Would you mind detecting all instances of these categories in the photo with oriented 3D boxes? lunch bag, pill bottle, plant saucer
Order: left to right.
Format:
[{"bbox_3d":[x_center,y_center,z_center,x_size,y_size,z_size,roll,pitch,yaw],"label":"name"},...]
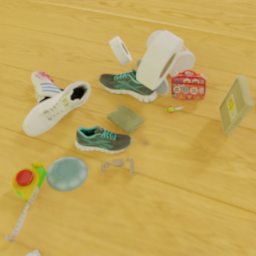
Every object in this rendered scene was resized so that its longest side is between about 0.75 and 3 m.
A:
[{"bbox_3d":[-2.080,1.470,9.473,1.420,0.273,1.420,0,48,0],"label":"plant saucer"},{"bbox_3d":[1.943,-3.572,13.383,1.376,1.376,2.409,-20,51,-18],"label":"pill bottle"},{"bbox_3d":[2.531,-1.809,11.685,1.437,1.266,0.589,6,37,17],"label":"lunch bag"}]

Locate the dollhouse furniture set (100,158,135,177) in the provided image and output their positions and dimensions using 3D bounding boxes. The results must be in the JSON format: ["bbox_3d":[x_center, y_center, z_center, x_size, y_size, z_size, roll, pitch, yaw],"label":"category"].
[{"bbox_3d":[-0.361,1.343,9.317,1.123,0.582,0.497,-7,72,2],"label":"dollhouse furniture set"}]

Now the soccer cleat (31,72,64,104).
[{"bbox_3d":[-3.570,-1.565,11.851,1.121,0.907,2.596,-34,56,-31],"label":"soccer cleat"}]

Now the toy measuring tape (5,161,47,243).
[{"bbox_3d":[-3.312,2.090,8.538,0.940,0.940,2.555,10,55,10],"label":"toy measuring tape"}]

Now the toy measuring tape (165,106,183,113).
[{"bbox_3d":[1.912,-0.781,11.557,0.798,0.294,0.294,-8,47,-8],"label":"toy measuring tape"}]

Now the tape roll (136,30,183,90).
[{"bbox_3d":[1.176,-2.489,10.473,0.746,2.134,2.134,34,54,9],"label":"tape roll"}]

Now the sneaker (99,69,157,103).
[{"bbox_3d":[0.010,-2.068,12.088,2.675,1.220,1.038,16,47,12],"label":"sneaker"}]

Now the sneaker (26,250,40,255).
[{"bbox_3d":[-2.806,3.612,7.337,0.406,0.470,1.084,35,55,30],"label":"sneaker"}]

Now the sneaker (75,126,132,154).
[{"bbox_3d":[-0.915,0.365,10.033,2.093,0.955,0.812,-1,48,-1],"label":"sneaker"}]

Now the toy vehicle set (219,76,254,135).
[{"bbox_3d":[3.819,-0.757,10.081,0.268,2.024,1.257,1,61,-3],"label":"toy vehicle set"}]

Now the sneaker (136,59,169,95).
[{"bbox_3d":[1.251,-2.342,12.663,0.756,0.780,2.136,-5,55,-50],"label":"sneaker"}]

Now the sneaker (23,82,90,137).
[{"bbox_3d":[-2.602,-0.798,10.289,2.781,1.607,1.025,-43,101,-24],"label":"sneaker"}]

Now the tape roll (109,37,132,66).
[{"bbox_3d":[-0.328,-3.426,12.506,0.440,1.258,1.258,-28,46,16],"label":"tape roll"}]

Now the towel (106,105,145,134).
[{"bbox_3d":[-0.109,-0.343,11.181,1.355,0.247,1.005,35,57,27],"label":"towel"}]
